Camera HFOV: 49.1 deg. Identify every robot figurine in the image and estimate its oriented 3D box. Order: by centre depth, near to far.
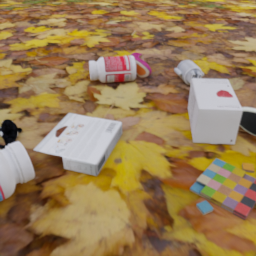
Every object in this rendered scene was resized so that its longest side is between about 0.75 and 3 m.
[{"bbox_3d":[2.419,-2.215,11.146,1.158,0.771,1.366,3,33,-16],"label":"robot figurine"}]

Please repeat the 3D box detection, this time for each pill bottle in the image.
[{"bbox_3d":[-3.158,1.107,5.738,2.204,1.199,1.199,-24,40,-30],"label":"pill bottle"},{"bbox_3d":[-0.629,-2.311,11.083,1.769,0.993,0.993,-5,34,-10],"label":"pill bottle"}]

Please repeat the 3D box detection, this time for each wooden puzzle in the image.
[{"bbox_3d":[2.316,1.314,6.399,1.293,0.153,2.180,25,41,33],"label":"wooden puzzle"}]

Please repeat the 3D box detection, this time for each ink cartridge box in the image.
[{"bbox_3d":[-1.265,0.360,7.597,1.711,0.429,1.972,10,35,15],"label":"ink cartridge box"}]

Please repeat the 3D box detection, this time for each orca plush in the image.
[{"bbox_3d":[-3.481,0.073,7.954,0.737,0.498,1.401,-3,34,-4],"label":"orca plush"}]

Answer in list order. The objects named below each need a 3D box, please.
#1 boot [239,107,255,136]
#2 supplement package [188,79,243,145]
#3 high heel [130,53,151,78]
[{"bbox_3d":[4.275,-0.311,8.374,2.047,0.741,1.477,20,38,15],"label":"boot"},{"bbox_3d":[2.473,-0.544,8.272,1.174,1.160,1.937,3,34,4],"label":"supplement package"},{"bbox_3d":[0.657,-2.774,12.015,1.100,0.772,2.293,-25,27,-17],"label":"high heel"}]
